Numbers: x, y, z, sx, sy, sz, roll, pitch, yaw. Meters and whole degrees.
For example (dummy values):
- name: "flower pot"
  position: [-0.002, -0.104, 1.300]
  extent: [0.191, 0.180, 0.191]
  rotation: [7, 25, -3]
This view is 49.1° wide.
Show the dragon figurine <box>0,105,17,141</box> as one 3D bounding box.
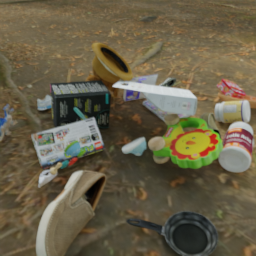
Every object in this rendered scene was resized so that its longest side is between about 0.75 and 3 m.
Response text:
- name: "dragon figurine"
  position: [-4.820, -0.091, 10.877]
  extent: [0.808, 1.624, 0.478]
  rotation: [20, -6, 44]

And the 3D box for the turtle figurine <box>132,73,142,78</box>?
- name: "turtle figurine"
  position: [0.329, -2.496, 14.633]
  extent: [0.947, 0.305, 0.763]
  rotation: [24, 49, 5]

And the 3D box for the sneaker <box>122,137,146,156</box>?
- name: "sneaker"
  position: [0.295, 0.739, 9.717]
  extent: [0.504, 0.558, 1.363]
  rotation: [-19, 3, 35]

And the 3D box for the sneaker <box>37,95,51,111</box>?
- name: "sneaker"
  position: [-3.395, -1.194, 12.507]
  extent: [1.347, 0.584, 0.505]
  rotation: [-15, 18, -18]

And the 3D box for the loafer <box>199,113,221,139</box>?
- name: "loafer"
  position: [2.963, 0.237, 10.127]
  extent: [0.777, 0.877, 2.305]
  rotation: [-6, 37, 28]

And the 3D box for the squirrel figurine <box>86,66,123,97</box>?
- name: "squirrel figurine"
  position: [-1.209, -2.409, 13.319]
  extent: [1.670, 1.789, 1.266]
  rotation: [7, 42, 10]

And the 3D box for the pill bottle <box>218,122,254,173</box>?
- name: "pill bottle"
  position: [3.785, 0.608, 9.693]
  extent: [1.018, 1.018, 1.784]
  rotation: [15, 38, 20]

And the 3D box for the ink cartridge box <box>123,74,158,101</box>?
- name: "ink cartridge box"
  position: [0.542, -1.916, 12.887]
  extent: [1.463, 1.477, 0.320]
  rotation: [-11, 56, -15]

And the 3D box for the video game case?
- name: "video game case"
  position: [1.695, -0.850, 12.399]
  extent: [1.296, 0.163, 1.810]
  rotation: [-22, 45, -28]

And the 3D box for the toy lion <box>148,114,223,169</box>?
- name: "toy lion"
  position: [1.996, 0.417, 9.250]
  extent: [2.252, 0.807, 2.349]
  rotation: [0, 35, 32]

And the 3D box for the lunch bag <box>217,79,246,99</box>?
- name: "lunch bag"
  position: [4.606, -1.612, 12.393]
  extent: [1.212, 0.497, 1.067]
  rotation: [7, 42, -38]

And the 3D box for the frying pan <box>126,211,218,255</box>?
- name: "frying pan"
  position: [1.167, 2.807, 7.166]
  extent: [2.247, 0.366, 1.359]
  rotation: [-7, 35, -7]

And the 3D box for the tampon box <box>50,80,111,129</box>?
- name: "tampon box"
  position: [-1.914, -0.869, 11.116]
  extent: [2.122, 1.591, 1.340]
  rotation: [-6, 34, -21]

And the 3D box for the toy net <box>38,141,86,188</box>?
- name: "toy net"
  position: [-2.169, 1.161, 8.893]
  extent: [1.817, 0.953, 0.351]
  rotation: [-41, 80, -9]

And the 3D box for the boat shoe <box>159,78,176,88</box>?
- name: "boat shoe"
  position: [1.675, -1.830, 12.452]
  extent: [1.195, 0.423, 0.381]
  rotation: [-47, 22, -20]

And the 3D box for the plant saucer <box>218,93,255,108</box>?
- name: "plant saucer"
  position: [4.971, -1.213, 12.398]
  extent: [1.981, 0.371, 1.981]
  rotation: [7, 16, -2]

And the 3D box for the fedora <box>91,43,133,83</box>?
- name: "fedora"
  position: [-0.817, -2.605, 11.861]
  extent: [2.183, 0.890, 2.183]
  rotation: [33, 31, -23]

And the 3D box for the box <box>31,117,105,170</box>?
- name: "box"
  position: [-2.061, 0.518, 9.749]
  extent: [2.235, 0.388, 1.230]
  rotation: [-16, 82, -22]

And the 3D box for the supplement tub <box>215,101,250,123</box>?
- name: "supplement tub"
  position: [4.245, -0.640, 11.404]
  extent: [1.218, 0.886, 0.886]
  rotation: [-1, 30, 35]

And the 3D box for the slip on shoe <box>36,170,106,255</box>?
- name: "slip on shoe"
  position: [-1.365, 2.211, 7.353]
  extent: [0.900, 1.130, 2.972]
  rotation: [-7, 25, 18]

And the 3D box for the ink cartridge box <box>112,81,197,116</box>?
- name: "ink cartridge box"
  position: [0.995, -1.202, 10.785]
  extent: [2.973, 0.848, 2.416]
  rotation: [5, 15, 5]
